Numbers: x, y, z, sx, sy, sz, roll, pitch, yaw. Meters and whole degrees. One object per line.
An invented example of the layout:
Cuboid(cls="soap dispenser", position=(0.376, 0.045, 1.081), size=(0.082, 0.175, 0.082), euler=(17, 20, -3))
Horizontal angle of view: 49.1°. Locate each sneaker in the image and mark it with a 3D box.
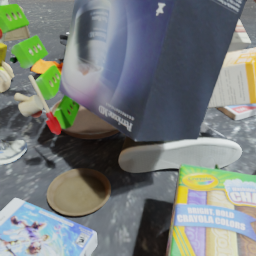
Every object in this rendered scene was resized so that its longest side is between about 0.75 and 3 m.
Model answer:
Cuboid(cls="sneaker", position=(1.257, 0.304, 7.185), size=(2.969, 1.050, 1.472), euler=(-3, 39, 3))
Cuboid(cls="sneaker", position=(-3.437, 0.563, 7.145), size=(1.636, 0.697, 0.630), euler=(-17, 37, -24))

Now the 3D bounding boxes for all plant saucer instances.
Cuboid(cls="plant saucer", position=(-1.086, 1.441, 6.271), size=(1.407, 0.207, 1.407), euler=(0, 33, 0))
Cuboid(cls="plant saucer", position=(-1.081, -0.399, 8.825), size=(2.614, 0.450, 2.614), euler=(-1, 33, 0))

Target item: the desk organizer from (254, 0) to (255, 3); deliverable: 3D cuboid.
Cuboid(cls="desk organizer", position=(3.201, -2.916, 5.943), size=(0.407, 0.379, 1.058), euler=(19, 3, -36))

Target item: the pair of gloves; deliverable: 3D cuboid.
Cuboid(cls="pair of gloves", position=(-2.235, -2.878, 11.619), size=(2.663, 0.370, 2.989), euler=(23, 58, 13))

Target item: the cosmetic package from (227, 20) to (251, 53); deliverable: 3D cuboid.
Cuboid(cls="cosmetic package", position=(2.190, -3.134, 7.937), size=(1.307, 1.103, 2.528), euler=(-13, 76, -33))

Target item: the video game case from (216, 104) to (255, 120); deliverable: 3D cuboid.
Cuboid(cls="video game case", position=(3.738, -1.274, 10.306), size=(2.055, 0.251, 2.874), euler=(-15, 37, -21))

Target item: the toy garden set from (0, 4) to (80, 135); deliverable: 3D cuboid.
Cuboid(cls="toy garden set", position=(-2.084, -1.053, 5.764), size=(0.545, 2.732, 2.277), euler=(-24, 24, 11))

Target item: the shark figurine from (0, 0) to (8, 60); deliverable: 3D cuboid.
Cuboid(cls="shark figurine", position=(-3.615, -1.531, 6.088), size=(1.285, 1.839, 3.078), euler=(20, 59, -13))

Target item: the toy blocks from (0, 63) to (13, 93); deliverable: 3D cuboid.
Cuboid(cls="toy blocks", position=(-5.750, -2.285, 11.202), size=(2.158, 0.940, 2.590), euler=(-9, 35, -13))

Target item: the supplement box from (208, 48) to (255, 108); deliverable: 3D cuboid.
Cuboid(cls="supplement box", position=(1.751, -1.086, 6.452), size=(2.393, 0.880, 1.508), euler=(-4, 23, 33))

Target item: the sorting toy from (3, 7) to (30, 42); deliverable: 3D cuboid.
Cuboid(cls="sorting toy", position=(-3.407, -3.104, 7.835), size=(0.996, 1.337, 0.179), euler=(-9, 43, -8))

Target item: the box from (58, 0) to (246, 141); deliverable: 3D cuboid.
Cuboid(cls="box", position=(0.201, -1.422, 4.864), size=(1.606, 2.586, 2.607), euler=(0, 22, -40))

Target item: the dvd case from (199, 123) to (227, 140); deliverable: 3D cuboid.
Cuboid(cls="dvd case", position=(1.936, 0.177, 8.187), size=(1.124, 0.185, 1.495), euler=(-21, 39, -28))

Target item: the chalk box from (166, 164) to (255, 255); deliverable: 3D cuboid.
Cuboid(cls="chalk box", position=(1.500, 1.774, 4.425), size=(1.687, 1.695, 2.725), euler=(8, 36, 12))

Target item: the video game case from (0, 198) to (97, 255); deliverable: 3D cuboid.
Cuboid(cls="video game case", position=(-1.811, 2.241, 4.854), size=(1.945, 0.442, 1.763), euler=(14, 37, 20))
